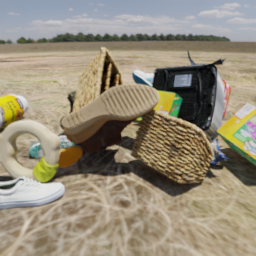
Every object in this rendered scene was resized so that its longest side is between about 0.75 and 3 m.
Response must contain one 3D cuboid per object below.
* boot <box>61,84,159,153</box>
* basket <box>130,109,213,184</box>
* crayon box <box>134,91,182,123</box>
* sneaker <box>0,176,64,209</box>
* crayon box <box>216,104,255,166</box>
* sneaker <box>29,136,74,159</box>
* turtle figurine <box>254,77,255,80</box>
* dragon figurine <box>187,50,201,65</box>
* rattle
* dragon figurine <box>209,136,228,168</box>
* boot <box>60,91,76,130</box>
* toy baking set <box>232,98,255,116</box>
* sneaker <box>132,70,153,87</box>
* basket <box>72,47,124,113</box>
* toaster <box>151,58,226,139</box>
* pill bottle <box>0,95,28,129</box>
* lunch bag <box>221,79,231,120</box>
[{"bbox_3d":[-0.424,-0.167,8.783,2.988,1.081,2.485,-19,-22,2],"label":"boot"},{"bbox_3d":[1.395,0.465,8.191,1.545,1.612,2.164,8,11,-42],"label":"basket"},{"bbox_3d":[0.767,-0.695,9.725,1.945,1.155,0.567,15,-6,39],"label":"crayon box"},{"bbox_3d":[-2.542,1.570,7.038,1.830,0.648,0.668,-7,21,-18],"label":"sneaker"},{"bbox_3d":[3.974,0.258,8.609,1.435,0.704,2.416,-43,23,6],"label":"crayon box"},{"bbox_3d":[-2.707,0.562,9.880,1.611,0.625,0.735,-10,20,-27],"label":"sneaker"},{"bbox_3d":[4.846,-1.982,9.719,0.824,0.329,1.022,-38,14,-16],"label":"turtle figurine"},{"bbox_3d":[3.079,-2.474,12.252,0.954,1.919,0.565,-6,-6,34],"label":"dragon figurine"},{"bbox_3d":[-2.968,0.385,8.087,2.738,1.783,1.956,12,28,15],"label":"rattle"},{"bbox_3d":[2.759,0.831,8.836,0.566,0.956,1.923,-25,-22,17],"label":"dragon figurine"},{"bbox_3d":[-2.411,-0.838,12.056,0.919,1.641,2.372,-40,-9,25],"label":"boot"},{"bbox_3d":[4.967,-0.278,10.338,0.288,1.901,2.477,34,10,-39],"label":"toy baking set"},{"bbox_3d":[1.505,-2.494,15.324,2.729,1.102,1.044,26,-17,-3],"label":"sneaker"},{"bbox_3d":[-0.798,-1.193,10.747,1.981,2.068,2.776,23,52,-27],"label":"basket"},{"bbox_3d":[2.229,-0.965,10.316,2.765,2.500,1.641,1,-14,31],"label":"toaster"},{"bbox_3d":[-5.502,-0.759,12.514,1.242,1.242,2.273,5,21,14],"label":"pill bottle"},{"bbox_3d":[3.283,-1.514,12.908,2.586,2.278,1.059,14,2,34],"label":"lunch bag"}]
